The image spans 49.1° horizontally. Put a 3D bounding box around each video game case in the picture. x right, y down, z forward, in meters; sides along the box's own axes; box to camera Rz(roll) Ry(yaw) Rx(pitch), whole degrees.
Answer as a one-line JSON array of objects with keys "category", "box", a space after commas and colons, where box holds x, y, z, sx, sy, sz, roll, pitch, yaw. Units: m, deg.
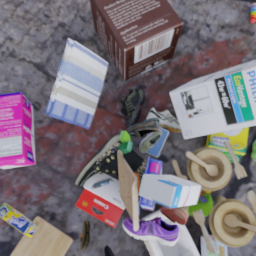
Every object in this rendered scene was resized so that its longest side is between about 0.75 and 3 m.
[{"category": "video game case", "box": [2.742, 4.258, 8.748, 0.191, 1.573, 1.728, -13, 68, 39]}]

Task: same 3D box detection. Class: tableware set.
[{"category": "tableware set", "box": [2.750, 1.941, 8.182, 1.982, 0.601, 2.999, -20, 73, -1]}]

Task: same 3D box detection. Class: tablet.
[{"category": "tablet", "box": [0.985, 0.481, 10.323, 0.695, 0.073, 1.068, 24, 96, 8]}]

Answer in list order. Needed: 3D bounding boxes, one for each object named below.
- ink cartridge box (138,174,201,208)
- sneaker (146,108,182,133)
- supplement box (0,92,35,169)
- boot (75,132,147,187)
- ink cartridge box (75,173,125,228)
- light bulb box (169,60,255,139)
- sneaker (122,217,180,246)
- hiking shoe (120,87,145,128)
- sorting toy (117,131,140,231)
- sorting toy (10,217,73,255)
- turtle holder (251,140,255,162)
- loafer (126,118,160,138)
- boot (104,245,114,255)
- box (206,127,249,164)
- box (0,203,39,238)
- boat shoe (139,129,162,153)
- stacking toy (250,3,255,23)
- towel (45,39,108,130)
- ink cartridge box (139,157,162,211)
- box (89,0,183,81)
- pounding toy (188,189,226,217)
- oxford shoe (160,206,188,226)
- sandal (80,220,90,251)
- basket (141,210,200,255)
[{"category": "ink cartridge box", "box": [1.059, 1.542, 6.961, 0.956, 1.323, 0.560, 13, 91, 40]}, {"category": "sneaker", "box": [1.544, -0.312, 10.459, 1.684, 0.637, 0.738, 15, 74, 4]}, {"category": "supplement box", "box": [-4.150, 0.123, 10.005, 1.263, 1.236, 2.443, -7, 74, -2]}, {"category": "boot", "box": [-0.505, 1.501, 9.470, 1.740, 0.831, 2.303, 43, 90, -2]}, {"category": "ink cartridge box", "box": [-0.833, 2.399, 9.678, 1.635, 0.366, 1.441, 25, 70, 13]}, {"category": "light bulb box", "box": [3.047, -0.961, 8.716, 2.532, 2.510, 1.580, -14, 100, 35]}, {"category": "sneaker", "box": [0.665, 2.809, 8.076, 1.653, 0.666, 0.690, 10, 112, 5]}, {"category": "hiking shoe", "box": [0.083, -0.759, 10.676, 0.837, 0.629, 1.662, 13, 66, 14]}, {"category": "sorting toy", "box": [0.041, 1.366, 7.828, 0.358, 1.800, 2.435, -8, 116, -13]}, {"category": "sorting toy", "box": [-2.791, 3.951, 9.247, 1.456, 0.510, 1.465, 30, 76, 8]}, {"category": "turtle holder", "box": [5.374, 0.665, 9.781, 1.808, 1.374, 1.284, -5, 75, -3]}, {"category": "loafer", "box": [0.399, 0.090, 8.227, 0.455, 1.266, 0.398, 18, 56, -41]}, {"category": "boot", "box": [-0.709, 4.120, 8.402, 0.763, 0.345, 0.932, -33, 53, -8]}, {"category": "box", "box": [3.703, 0.072, 10.395, 1.361, 0.561, 2.319, 12, 75, 5]}, {"category": "box", "box": [-3.483, 2.889, 8.794, 1.333, 0.467, 0.429, 23, 64, 22]}, {"category": "boat shoe", "box": [0.770, 0.504, 9.988, 0.421, 0.363, 1.171, 31, 117, -13]}, {"category": "stacking toy", "box": [5.375, -4.888, 11.991, 0.362, 0.362, 0.847, 14, 78, 4]}, {"category": "towel", "box": [-1.595, -1.351, 9.040, 0.297, 1.835, 2.498, 10, 83, 41]}, {"category": "ink cartridge box", "box": [0.695, 1.731, 8.334, 0.464, 2.211, 1.320, 11, 72, 12]}, {"category": "box", "box": [0.226, -3.821, 10.615, 2.337, 2.313, 2.817, -27, 75, -8]}, {"category": "pounding toy", "box": [2.503, 2.276, 9.275, 1.756, 0.815, 1.356, 29, 39, 8]}, {"category": "oxford shoe", "box": [1.357, 2.197, 7.824, 0.717, 2.036, 0.761, 38, 77, 8]}, {"category": "sandal", "box": [-1.401, 3.395, 8.861, 0.242, 0.363, 0.888, -13, 65, 28]}, {"category": "basket", "box": [1.215, 3.592, 8.928, 1.258, 1.145, 1.856, -21, 71, -15]}]
